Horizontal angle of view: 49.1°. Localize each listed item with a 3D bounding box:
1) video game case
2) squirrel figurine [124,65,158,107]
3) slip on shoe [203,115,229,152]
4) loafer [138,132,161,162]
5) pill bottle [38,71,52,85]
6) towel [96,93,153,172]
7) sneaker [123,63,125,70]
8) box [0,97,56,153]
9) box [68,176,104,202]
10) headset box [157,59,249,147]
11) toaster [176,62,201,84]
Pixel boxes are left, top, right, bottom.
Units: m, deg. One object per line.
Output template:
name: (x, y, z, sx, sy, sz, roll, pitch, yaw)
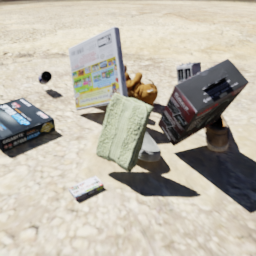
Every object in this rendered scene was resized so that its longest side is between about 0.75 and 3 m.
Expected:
video game case: (-1.215, -2.089, 10.545, 2.808, 2.556, 0.321, -6, 1, 44)
squirrel figurine: (0.194, -1.427, 11.978, 1.947, 1.476, 2.086, 26, 53, 20)
slip on shoe: (3.089, -0.217, 10.151, 1.006, 0.802, 2.646, 1, 32, 10)
loafer: (0.102, 0.117, 9.322, 1.004, 1.002, 2.871, -3, 29, -38)
pill bottle: (-3.957, -2.338, 13.251, 0.516, 0.516, 0.922, -19, 5, -29)
towel: (-0.172, 0.103, 7.872, 1.457, 1.963, 0.358, 22, 8, 33)
sneaker: (-0.974, -2.492, 11.933, 2.793, 1.029, 1.614, -8, 21, 40)
box: (-4.244, -0.222, 10.415, 2.017, 0.584, 2.537, -26, 40, -36)
box: (-1.156, 1.666, 7.736, 0.859, 0.149, 0.473, -20, 37, -30)
headset box: (2.110, -0.721, 8.202, 1.914, 2.573, 0.993, -28, 72, -19)
toaster: (1.894, -1.644, 8.698, 0.459, 0.773, 0.699, -12, 12, -31)
